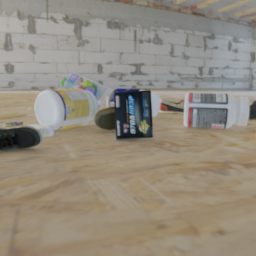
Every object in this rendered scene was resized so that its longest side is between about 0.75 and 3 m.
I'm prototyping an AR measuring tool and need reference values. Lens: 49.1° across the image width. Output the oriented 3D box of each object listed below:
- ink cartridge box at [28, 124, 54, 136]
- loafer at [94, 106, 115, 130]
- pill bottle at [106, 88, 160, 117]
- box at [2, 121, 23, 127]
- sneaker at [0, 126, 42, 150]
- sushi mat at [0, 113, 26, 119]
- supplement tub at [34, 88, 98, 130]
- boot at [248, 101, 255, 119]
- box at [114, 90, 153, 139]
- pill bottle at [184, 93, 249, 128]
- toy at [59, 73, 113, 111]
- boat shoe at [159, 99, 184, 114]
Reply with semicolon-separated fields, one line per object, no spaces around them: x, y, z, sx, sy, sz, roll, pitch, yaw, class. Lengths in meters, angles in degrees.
-3.569;0.043;10.392;1.315;0.375;1.069;12;1;-39;ink cartridge box
-0.442;-0.546;11.805;2.427;0.923;0.819;-10;36;-37;loafer
0.283;-1.327;15.106;2.642;1.529;1.529;8;13;31;pill bottle
-5.234;-0.181;12.708;0.767;0.133;0.422;-10;14;-44;box
-3.562;0.430;8.291;1.907;0.713;1.013;-2;17;18;sneaker
-6.627;-0.614;15.106;0.948;0.120;1.982;6;12;36;sushi mat
-2.606;-0.852;12.091;1.683;1.683;2.315;7;13;35;supplement tub
6.763;-1.062;15.351;1.846;1.034;2.669;-4;9;4;boot
0.189;-0.443;9.741;1.304;1.641;0.378;-2;-2;6;box
3.715;-0.733;11.995;2.560;1.483;1.483;3;11;13;pill bottle
-2.269;-1.937;13.888;2.657;1.530;0.627;24;-23;25;toy
3.137;-1.281;16.845;2.556;0.800;0.910;3;9;9;boat shoe
